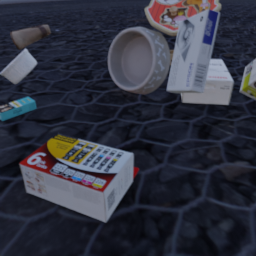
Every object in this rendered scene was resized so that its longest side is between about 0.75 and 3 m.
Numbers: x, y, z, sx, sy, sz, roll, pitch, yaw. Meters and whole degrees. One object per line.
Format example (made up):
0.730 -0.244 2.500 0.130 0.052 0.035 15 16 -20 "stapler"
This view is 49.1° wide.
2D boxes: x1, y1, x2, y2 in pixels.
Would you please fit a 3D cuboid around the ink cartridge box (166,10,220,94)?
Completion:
0.876 -1.091 4.272 0.229 1.128 1.130 9 4 -17 "ink cartridge box"

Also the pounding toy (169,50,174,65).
2.701 -3.742 15.322 1.177 0.837 1.083 -1 29 18 "pounding toy"

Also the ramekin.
-3.785 -2.111 9.784 1.240 0.605 1.240 -34 27 21 "ramekin"

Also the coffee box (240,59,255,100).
4.031 -1.429 8.187 0.967 0.958 0.969 25 68 -4 "coffee box"

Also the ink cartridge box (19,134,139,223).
-1.134 1.023 7.285 2.364 0.991 2.076 13 33 21 "ink cartridge box"

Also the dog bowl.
0.223 -1.978 8.236 2.020 2.020 0.592 25 23 35 "dog bowl"

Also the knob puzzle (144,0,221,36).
1.446 -3.349 7.691 2.348 0.326 2.348 -8 55 11 "knob puzzle"

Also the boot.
-2.584 -2.506 7.541 0.982 0.472 1.343 -22 29 -9 "boot"

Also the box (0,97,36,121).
-4.321 -0.749 10.757 0.579 0.346 1.408 28 41 37 "box"

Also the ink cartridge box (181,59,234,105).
3.245 -2.075 12.162 1.953 1.103 2.666 4 32 6 "ink cartridge box"
